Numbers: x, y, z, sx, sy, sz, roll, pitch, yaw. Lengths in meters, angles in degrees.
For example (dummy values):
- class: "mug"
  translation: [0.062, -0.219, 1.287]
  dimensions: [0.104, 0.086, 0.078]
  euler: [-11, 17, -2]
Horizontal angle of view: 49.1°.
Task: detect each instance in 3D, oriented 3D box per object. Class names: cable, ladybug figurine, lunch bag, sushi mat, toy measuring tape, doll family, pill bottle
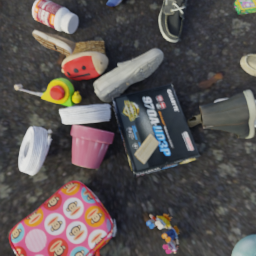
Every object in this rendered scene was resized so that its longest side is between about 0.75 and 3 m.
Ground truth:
- class: "cable"
  translation: [-3.190, 0.756, 9.394]
  dimensions: [0.561, 1.622, 1.622]
  euler: [17, 81, -32]
- class: "ladybug figurine"
  translation: [-1.695, -2.320, 10.851]
  dimensions: [1.919, 1.302, 0.690]
  euler: [-10, 66, 18]
- class: "lunch bag"
  translation: [-1.847, 3.342, 8.601]
  dimensions: [2.846, 1.166, 2.507]
  euler: [-38, 72, -14]
- class: "sushi mat"
  translation: [0.626, 0.699, 9.297]
  dimensions: [0.461, 0.058, 0.964]
  euler: [45, 65, -13]
- class: "toy measuring tape"
  translation: [-3.044, -1.559, 10.740]
  dimensions: [2.706, 0.995, 0.995]
  euler: [17, 68, 8]
- class: "cable"
  translation: [-1.465, -0.458, 9.649]
  dimensions: [1.728, 1.727, 0.598]
  euler: [-5, 94, 2]
- class: "doll family"
  translation: [1.259, 3.231, 8.876]
  dimensions: [0.624, 0.859, 1.384]
  euler: [-42, 71, 18]
- class: "pill bottle"
  translation: [-3.124, -4.797, 12.085]
  dimensions: [1.803, 0.988, 0.988]
  euler: [28, 70, 12]

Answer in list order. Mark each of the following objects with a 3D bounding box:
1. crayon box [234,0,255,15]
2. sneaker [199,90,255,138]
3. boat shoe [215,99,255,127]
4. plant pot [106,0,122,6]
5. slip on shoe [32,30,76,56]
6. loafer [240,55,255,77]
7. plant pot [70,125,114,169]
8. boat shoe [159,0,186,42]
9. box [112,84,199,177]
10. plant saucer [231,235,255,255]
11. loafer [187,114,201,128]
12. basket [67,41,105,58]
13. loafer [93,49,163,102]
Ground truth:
- class: "crayon box"
  translation: [5.473, -5.580, 12.774]
  dimensions: [1.057, 0.308, 0.628]
  euler: [-11, 68, -4]
- class: "sneaker"
  translation: [3.191, -0.298, 9.109]
  dimensions: [1.554, 2.925, 1.094]
  euler: [-12, 67, 17]
- class: "boat shoe"
  translation: [4.420, -0.622, 10.400]
  dimensions: [2.724, 0.890, 1.002]
  euler: [-2, 67, -1]
- class: "plant pot"
  translation: [-0.517, -6.967, 11.979]
  dimensions: [2.296, 2.553, 2.553]
  euler: [40, 75, -17]
- class: "slip on shoe"
  translation: [-2.667, -3.175, 10.184]
  dimensions: [1.613, 0.613, 0.489]
  euler: [25, 72, 8]
- class: "loafer"
  translation: [5.696, -2.427, 11.206]
  dimensions: [2.299, 0.785, 0.870]
  euler: [24, 70, 10]
- class: "plant pot"
  translation: [-1.327, 0.660, 9.642]
  dimensions: [1.463, 1.463, 1.309]
  euler: [12, 89, 5]
- class: "boat shoe"
  translation: [1.986, -5.098, 12.112]
  dimensions: [1.055, 0.994, 2.939]
  euler: [11, 71, -12]
- class: "box"
  translation: [0.913, 0.049, 10.204]
  dimensions: [2.381, 0.689, 2.995]
  euler: [-14, 68, -6]
- class: "plant saucer"
  translation: [4.203, 4.320, 8.642]
  dimensions: [1.950, 0.375, 1.950]
  euler: [0, 67, 0]
- class: "loafer"
  translation: [2.585, -0.321, 10.533]
  dimensions: [0.851, 0.287, 0.323]
  euler: [-32, 41, -14]
- class: "basket"
  translation: [-1.731, -3.201, 11.352]
  dimensions: [1.563, 1.116, 1.165]
  euler: [-7, 69, -3]
- class: "loafer"
  translation: [-0.030, -2.175, 10.772]
  dimensions: [2.968, 1.038, 1.036]
  euler: [-33, 66, 1]
